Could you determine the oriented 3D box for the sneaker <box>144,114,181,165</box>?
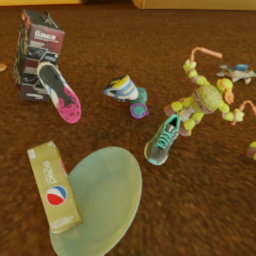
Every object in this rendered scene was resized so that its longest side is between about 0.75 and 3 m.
[{"bbox_3d":[0.885,0.220,6.913,0.606,0.712,1.562,26,48,7],"label":"sneaker"}]

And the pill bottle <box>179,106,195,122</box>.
[{"bbox_3d":[1.946,-0.537,8.145,0.509,0.898,0.509,28,38,-25],"label":"pill bottle"}]

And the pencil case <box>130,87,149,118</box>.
[{"bbox_3d":[0.371,-0.869,9.491,0.619,0.570,1.340,22,31,-10],"label":"pencil case"}]

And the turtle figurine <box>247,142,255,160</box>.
[{"bbox_3d":[3.672,0.829,6.465,1.986,0.640,1.602,-6,17,-12],"label":"turtle figurine"}]

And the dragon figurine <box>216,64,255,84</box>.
[{"bbox_3d":[4.817,-2.333,11.898,2.003,0.590,0.996,2,32,6],"label":"dragon figurine"}]

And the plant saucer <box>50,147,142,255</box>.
[{"bbox_3d":[-0.551,1.402,5.209,2.191,0.422,2.191,-26,41,26],"label":"plant saucer"}]

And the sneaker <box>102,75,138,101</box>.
[{"bbox_3d":[-0.289,-1.218,9.192,0.689,0.766,1.863,-50,22,-8],"label":"sneaker"}]

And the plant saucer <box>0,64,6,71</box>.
[{"bbox_3d":[-6.101,-2.783,13.071,0.770,0.144,0.770,0,32,0],"label":"plant saucer"}]

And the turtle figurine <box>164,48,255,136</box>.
[{"bbox_3d":[2.022,-0.578,7.281,2.567,2.070,0.827,47,42,-1],"label":"turtle figurine"}]

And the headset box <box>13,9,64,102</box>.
[{"bbox_3d":[-3.286,-2.728,10.047,1.115,2.887,2.149,5,29,-32],"label":"headset box"}]

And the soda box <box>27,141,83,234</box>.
[{"bbox_3d":[-1.390,1.125,5.345,0.524,0.555,1.637,-21,68,-9],"label":"soda box"}]

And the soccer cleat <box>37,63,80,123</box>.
[{"bbox_3d":[-2.092,-1.108,8.615,0.712,2.037,0.879,-31,29,-11],"label":"soccer cleat"}]
